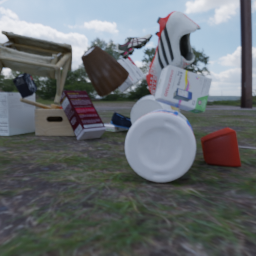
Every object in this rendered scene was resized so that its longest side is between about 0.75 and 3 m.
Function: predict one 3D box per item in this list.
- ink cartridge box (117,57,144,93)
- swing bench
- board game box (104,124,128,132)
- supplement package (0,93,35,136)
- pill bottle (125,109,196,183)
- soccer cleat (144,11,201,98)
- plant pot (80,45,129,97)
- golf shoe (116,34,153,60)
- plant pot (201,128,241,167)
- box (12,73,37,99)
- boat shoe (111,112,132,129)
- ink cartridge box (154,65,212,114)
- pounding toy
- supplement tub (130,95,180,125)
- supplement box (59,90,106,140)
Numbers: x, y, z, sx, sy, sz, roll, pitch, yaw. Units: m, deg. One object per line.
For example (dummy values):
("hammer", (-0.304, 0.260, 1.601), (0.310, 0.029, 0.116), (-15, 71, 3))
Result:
("ink cartridge box", (-0.105, -2.592, 13.465), (0.766, 1.319, 1.828), (-37, 3, 29))
("swing bench", (-3.526, -2.462, 10.398), (2.517, 1.642, 2.530), (9, 44, -6))
("board game box", (-1.005, -0.033, 16.321), (1.719, 0.298, 1.085), (6, 9, 42))
("supplement package", (-6.155, -0.781, 14.777), (1.569, 2.133, 2.040), (3, 6, 22))
("pill bottle", (0.939, 0.305, 7.451), (1.602, 1.602, 2.855), (1, 6, 12))
("soccer cleat", (1.225, -1.826, 7.869), (1.178, 2.767, 0.949), (35, 50, 25))
("plant pot", (-0.980, -2.184, 10.271), (1.436, 1.536, 1.436), (-31, 26, 17))
("golf shoe", (0.229, -2.892, 9.453), (1.349, 0.594, 0.521), (-36, 0, -14))
("plant pot", (2.622, 0.600, 8.107), (0.882, 1.001, 1.000), (-10, 5, 9))
("box", (-4.234, -1.778, 11.579), (0.477, 0.834, 0.916), (-18, 25, 6))
("boat shoe", (0.329, -0.332, 15.373), (2.486, 0.853, 1.046), (9, 6, -23))
("ink cartridge box", (1.309, -0.903, 6.694), (1.149, 0.835, 0.503), (16, -4, -9))
("pounding toy", (-3.782, -0.609, 14.449), (2.616, 1.860, 2.408), (1, 6, 5))
("supplement tub", (1.379, -0.627, 13.955), (1.993, 1.993, 2.760), (3, 7, 22))
("supplement box", (-2.148, -0.636, 12.989), (1.293, 2.376, 0.723), (-6, -32, -45))
